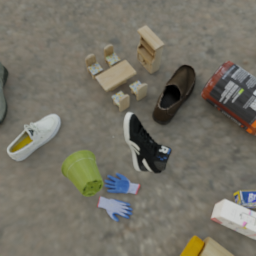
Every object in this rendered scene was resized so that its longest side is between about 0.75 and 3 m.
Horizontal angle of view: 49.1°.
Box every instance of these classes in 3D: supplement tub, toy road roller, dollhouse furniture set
[{"bbox_3d":[3.871,-0.776,8.962,2.821,1.508,1.508,41,72,14],"label":"supplement tub"},{"bbox_3d":[1.785,3.991,6.639,1.606,1.907,2.613,35,71,14],"label":"toy road roller"},{"bbox_3d":[-0.017,-2.161,9.567,2.275,1.481,2.090,-33,70,-14],"label":"dollhouse furniture set"}]

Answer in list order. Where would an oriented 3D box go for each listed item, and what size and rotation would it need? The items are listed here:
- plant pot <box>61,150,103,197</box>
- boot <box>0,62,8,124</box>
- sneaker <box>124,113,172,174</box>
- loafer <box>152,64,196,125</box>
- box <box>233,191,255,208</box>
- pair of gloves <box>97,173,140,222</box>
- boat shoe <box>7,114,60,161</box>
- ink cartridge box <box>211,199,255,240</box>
[{"bbox_3d":[-1.164,1.309,7.597,1.029,1.029,0.977,-29,47,-12],"label":"plant pot"},{"bbox_3d":[-4.675,-1.474,9.139,0.884,1.706,2.612,-6,67,-3],"label":"boot"},{"bbox_3d":[0.626,0.421,7.784,1.133,2.025,0.740,2,41,23],"label":"sneaker"},{"bbox_3d":[1.670,-1.251,9.486,0.913,0.893,2.502,25,69,10],"label":"loafer"},{"bbox_3d":[3.907,2.105,8.237,1.419,0.497,0.456,-1,66,-1],"label":"box"},{"bbox_3d":[-0.302,2.080,8.442,1.101,0.156,1.369,16,67,7],"label":"pair of gloves"},{"bbox_3d":[-3.022,0.177,8.893,1.970,0.840,0.728,-42,73,-16],"label":"boat shoe"},{"bbox_3d":[3.228,2.605,7.799,1.559,0.908,0.526,23,69,9],"label":"ink cartridge box"}]
